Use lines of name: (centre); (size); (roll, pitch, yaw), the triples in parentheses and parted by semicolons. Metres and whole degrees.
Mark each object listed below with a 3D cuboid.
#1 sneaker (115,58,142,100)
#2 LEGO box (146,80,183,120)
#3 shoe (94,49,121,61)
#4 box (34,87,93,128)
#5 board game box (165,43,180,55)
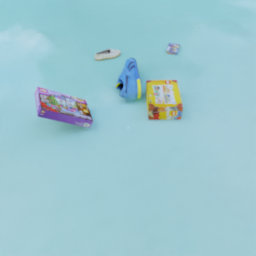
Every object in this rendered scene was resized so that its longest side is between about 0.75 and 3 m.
sneaker: (-0.077, -2.323, 12.721); (1.085, 0.912, 2.767); (-3, 46, -4)
LEGO box: (1.471, -1.214, 11.786); (1.362, 0.706, 1.829); (0, 46, 0)
shoe: (-1.055, -3.849, 14.577); (1.455, 0.388, 0.509); (-20, 49, -18)
box: (-2.464, -0.775, 10.710); (2.081, 0.407, 1.424); (13, 33, -33)
board game box: (2.421, -4.276, 15.152); (0.627, 0.160, 0.927); (13, 47, 12)
